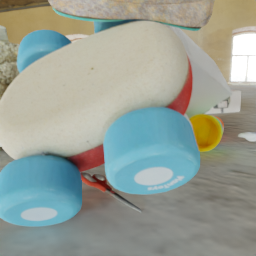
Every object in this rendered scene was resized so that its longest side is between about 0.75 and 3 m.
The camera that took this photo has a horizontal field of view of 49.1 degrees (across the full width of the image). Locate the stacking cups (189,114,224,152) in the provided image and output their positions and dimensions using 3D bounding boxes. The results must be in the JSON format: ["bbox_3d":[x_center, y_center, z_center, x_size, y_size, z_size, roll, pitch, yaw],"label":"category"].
[{"bbox_3d":[1.843,-0.003,6.584,0.750,0.750,2.478,4,6,20],"label":"stacking cups"}]

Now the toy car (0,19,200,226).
[{"bbox_3d":[-0.065,0.106,4.043,2.447,2.550,2.766,-21,-38,16],"label":"toy car"}]

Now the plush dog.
[{"bbox_3d":[-3.180,-0.884,6.801,2.675,2.297,2.146,-25,-33,29],"label":"plush dog"}]

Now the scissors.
[{"bbox_3d":[-0.287,0.847,3.738,0.410,0.078,1.120,13,10,-36],"label":"scissors"}]

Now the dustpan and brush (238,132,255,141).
[{"bbox_3d":[3.243,0.298,5.673,1.856,0.531,1.296,-5,10,25],"label":"dustpan and brush"}]

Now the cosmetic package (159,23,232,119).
[{"bbox_3d":[0.755,-1.128,5.687,1.467,1.157,2.726,-35,-35,28],"label":"cosmetic package"}]

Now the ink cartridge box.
[{"bbox_3d":[3.478,-1.193,12.322,2.298,0.965,1.672,-4,12,-21],"label":"ink cartridge box"}]

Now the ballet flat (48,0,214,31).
[{"bbox_3d":[0.091,-1.497,3.010,1.843,0.620,0.627,-1,54,-15],"label":"ballet flat"}]
